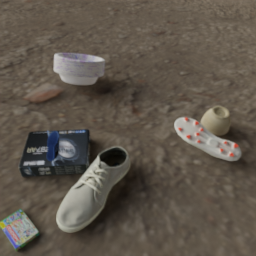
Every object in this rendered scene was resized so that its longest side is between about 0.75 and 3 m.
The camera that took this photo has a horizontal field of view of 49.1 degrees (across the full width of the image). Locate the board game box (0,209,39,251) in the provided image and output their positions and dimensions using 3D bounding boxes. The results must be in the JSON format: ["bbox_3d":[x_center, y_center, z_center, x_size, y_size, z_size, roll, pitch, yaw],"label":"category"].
[{"bbox_3d":[-2.732,2.523,6.998,0.623,0.135,0.926,-32,50,-32],"label":"board game box"}]

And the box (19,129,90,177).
[{"bbox_3d":[-2.239,0.754,8.849,2.007,0.437,1.608,-2,40,-2],"label":"box"}]

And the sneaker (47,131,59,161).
[{"bbox_3d":[-2.155,0.519,8.134,0.309,0.881,0.343,13,5,8],"label":"sneaker"}]

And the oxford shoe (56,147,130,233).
[{"bbox_3d":[-0.898,1.508,7.665,1.102,0.846,2.930,25,48,22],"label":"oxford shoe"}]

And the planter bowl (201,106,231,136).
[{"bbox_3d":[3.098,-0.324,9.668,0.998,0.672,0.998,4,47,-4],"label":"planter bowl"}]

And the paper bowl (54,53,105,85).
[{"bbox_3d":[-2.068,-2.469,11.858,2.099,1.092,2.099,7,19,-3],"label":"paper bowl"}]

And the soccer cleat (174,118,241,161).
[{"bbox_3d":[2.450,0.424,8.874,2.226,0.863,0.771,30,78,21],"label":"soccer cleat"}]
